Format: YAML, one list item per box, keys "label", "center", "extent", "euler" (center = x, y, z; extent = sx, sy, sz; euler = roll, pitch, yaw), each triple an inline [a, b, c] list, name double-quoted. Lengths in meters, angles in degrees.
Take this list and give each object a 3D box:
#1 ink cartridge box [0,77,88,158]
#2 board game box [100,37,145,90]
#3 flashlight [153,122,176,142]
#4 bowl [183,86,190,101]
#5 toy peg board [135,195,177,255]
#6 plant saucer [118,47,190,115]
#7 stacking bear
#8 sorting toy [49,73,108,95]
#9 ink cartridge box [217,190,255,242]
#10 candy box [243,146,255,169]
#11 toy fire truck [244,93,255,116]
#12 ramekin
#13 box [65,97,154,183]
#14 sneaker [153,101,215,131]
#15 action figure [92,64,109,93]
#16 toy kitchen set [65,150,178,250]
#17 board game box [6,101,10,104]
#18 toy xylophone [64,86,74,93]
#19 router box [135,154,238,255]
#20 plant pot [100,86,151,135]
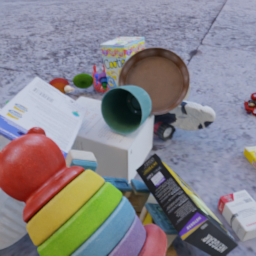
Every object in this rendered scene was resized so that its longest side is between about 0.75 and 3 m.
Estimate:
- label: "ink cartridge box"
  center: [-2.042, -0.154, 6.771]
  extent: [1.692, 0.595, 2.835]
  euler: [33, 23, -14]
- label: "board game box"
  center: [-0.060, -2.476, 12.228]
  extent: [1.385, 2.642, 1.361]
  euler: [15, 36, 39]
- label: "flashlight"
  center: [0.908, -0.291, 10.977]
  extent: [0.730, 0.732, 2.155]
  euler: [3, 26, -39]
- label: "bowl"
  center: [1.660, -1.768, 11.880]
  extent: [1.887, 1.887, 0.848]
  euler: [2, 31, 3]
- label: "toy peg board"
  center: [-0.302, 2.463, 6.501]
  extent: [2.156, 1.054, 2.147]
  euler: [15, 20, -16]
- label: "plant saucer"
  center: [0.850, -1.517, 9.293]
  extent: [2.343, 0.403, 2.343]
  euler: [-1, 80, 7]
- label: "stacking bear"
  center: [-0.930, 1.324, 4.519]
  extent: [1.767, 1.655, 2.910]
  euler: [-43, 88, -17]
- label: "sorting toy"
  center: [-2.265, -1.836, 13.064]
  extent: [2.865, 0.994, 0.987]
  euler: [-10, 59, 2]
- label: "ink cartridge box"
  center: [3.069, 2.309, 7.442]
  extent: [0.832, 0.483, 1.153]
  euler: [-10, 36, -15]
- label: "candy box"
  center: [5.005, 1.526, 8.643]
  extent: [1.510, 0.390, 2.954]
  euler: [-8, 35, -7]
- label: "toy fire truck"
  center: [5.544, -0.902, 11.997]
  extent: [1.160, 0.651, 0.974]
  euler: [20, 58, 28]
- label: "ramekin"
  center: [-3.332, 1.533, 6.869]
  extent: [2.992, 1.570, 2.992]
  euler: [-18, 41, 16]
- label: "box"
  center: [-0.860, 0.342, 9.333]
  extent: [2.872, 1.527, 2.187]
  euler: [15, 38, 20]
- label: "sneaker"
  center: [1.636, -0.948, 10.297]
  extent: [2.941, 1.174, 1.914]
  euler: [0, 45, 10]
- label: "action figure"
  center: [-1.364, -2.506, 14.233]
  extent: [0.905, 0.715, 2.765]
  euler: [-4, 38, -9]
- label: "toy kitchen set"
  center: [-0.203, 1.500, 5.642]
  extent: [2.108, 1.242, 1.689]
  euler: [10, 22, -28]
- label: "board game box"
  center: [-3.877, -0.228, 10.635]
  extent: [1.130, 0.355, 2.366]
  euler: [-7, 50, -29]
- label: "toy xylophone"
  center: [-2.567, -0.578, 9.202]
  extent: [2.076, 0.712, 2.835]
  euler: [-30, 19, -6]
- label: "router box"
  center: [1.358, 1.822, 6.323]
  extent: [0.620, 2.375, 1.868]
  euler: [-42, 46, 4]
- label: "plant pot"
  center: [0.055, -0.635, 8.293]
  extent: [1.376, 1.376, 1.104]
  euler: [18, 28, 24]
